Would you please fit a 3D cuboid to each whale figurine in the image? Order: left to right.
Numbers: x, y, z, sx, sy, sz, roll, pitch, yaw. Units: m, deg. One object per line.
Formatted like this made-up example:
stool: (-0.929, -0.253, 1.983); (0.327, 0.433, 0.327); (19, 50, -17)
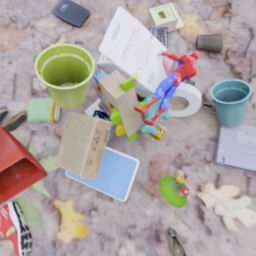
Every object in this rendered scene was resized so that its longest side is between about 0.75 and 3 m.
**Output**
whale figurine: (0.850, -0.503, 9.564); (1.144, 0.746, 1.438); (13, 68, 15)

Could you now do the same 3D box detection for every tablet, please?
tablet: (-0.995, 1.476, 10.251); (2.551, 0.174, 1.660); (21, 99, 14)

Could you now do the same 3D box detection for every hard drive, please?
hard drive: (-2.655, -5.343, 13.045); (1.631, 0.345, 1.100); (30, 74, 10)

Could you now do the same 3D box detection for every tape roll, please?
tape roll: (1.886, -1.047, 10.807); (1.841, 1.841, 0.336); (7, 59, 2)

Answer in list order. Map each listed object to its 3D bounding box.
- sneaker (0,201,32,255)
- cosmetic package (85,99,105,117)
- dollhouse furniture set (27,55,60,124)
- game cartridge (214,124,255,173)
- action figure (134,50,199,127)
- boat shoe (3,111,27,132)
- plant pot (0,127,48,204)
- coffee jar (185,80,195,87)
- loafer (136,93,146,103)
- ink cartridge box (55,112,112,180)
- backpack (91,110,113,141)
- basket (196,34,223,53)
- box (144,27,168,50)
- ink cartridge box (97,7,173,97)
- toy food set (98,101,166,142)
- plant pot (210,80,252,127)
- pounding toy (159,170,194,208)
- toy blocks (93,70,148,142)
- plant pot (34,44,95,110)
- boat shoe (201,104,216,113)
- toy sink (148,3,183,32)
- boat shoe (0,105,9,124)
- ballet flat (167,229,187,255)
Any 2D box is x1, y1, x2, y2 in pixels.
sneaker: (-4.054, 3.674, 9.880); (0.888, 0.806, 2.092); (-28, 65, 0)
cosmetic package: (-1.109, -0.871, 11.502); (0.553, 0.339, 1.339); (40, 72, 16)
dollhouse furniture set: (-3.442, -1.554, 11.409); (1.331, 1.028, 2.663); (0, 71, 1)
game cartridge: (4.870, 0.832, 10.906); (2.791, 0.536, 1.809); (13, 68, 5)
action figure: (1.168, -1.531, 9.284); (2.967, 0.968, 1.469); (-48, 39, -13)
boat shoe: (-4.585, -0.254, 11.347); (1.146, 0.412, 0.390); (-34, 45, -3)
plant pot: (-4.491, 1.228, 10.054); (2.070, 2.069, 1.825); (-31, 64, -10)
coffee jar: (2.506, -1.647, 11.811); (0.397, 0.325, 0.762); (26, 74, 8)
loafer: (0.182, -2.258, 11.588); (0.984, 0.977, 2.703); (-30, 75, -25)
ink cartridge box: (-1.421, 0.520, 8.768); (1.508, 0.688, 1.831); (15, 89, 45)
backpack: (-1.026, 0.035, 10.753); (1.159, 0.780, 1.058); (46, 105, 26)
basket: (3.555, -3.760, 12.345); (1.053, 0.716, 0.949); (6, 60, 6)
box: (0.943, -3.051, 11.175); (1.477, 0.451, 1.865); (-14, 107, -34)
ink cartridge box: (0.147, -2.483, 9.652); (1.001, 2.967, 1.728); (10, 73, 49)
toy food set: (0.361, -0.565, 10.871); (2.792, 1.333, 1.256); (27, 72, 20)
plant pot: (3.877, -0.855, 10.605); (1.405, 1.376, 1.405); (-10, 42, 9)
pounding toy: (1.740, 1.916, 9.229); (1.463, 0.679, 1.129); (-17, 66, -50)
toy blocks: (-0.430, -0.988, 9.336); (1.338, 2.677, 1.830); (-34, 56, -13)
plant pot: (-1.848, -1.401, 8.559); (1.669, 1.535, 1.669); (2, 61, -4)
boat shoe: (3.399, -0.822, 11.471); (0.794, 0.236, 0.285); (13, 66, 18)
toy sink: (1.751, -4.970, 12.672); (1.448, 0.811, 0.944); (-17, 72, -6)
boat shoe: (-5.477, 0.195, 10.977); (0.890, 0.888, 2.459); (40, 86, 7)
ballet flat: (1.774, 4.331, 9.768); (0.547, 0.377, 1.625); (-17, 72, -6)
